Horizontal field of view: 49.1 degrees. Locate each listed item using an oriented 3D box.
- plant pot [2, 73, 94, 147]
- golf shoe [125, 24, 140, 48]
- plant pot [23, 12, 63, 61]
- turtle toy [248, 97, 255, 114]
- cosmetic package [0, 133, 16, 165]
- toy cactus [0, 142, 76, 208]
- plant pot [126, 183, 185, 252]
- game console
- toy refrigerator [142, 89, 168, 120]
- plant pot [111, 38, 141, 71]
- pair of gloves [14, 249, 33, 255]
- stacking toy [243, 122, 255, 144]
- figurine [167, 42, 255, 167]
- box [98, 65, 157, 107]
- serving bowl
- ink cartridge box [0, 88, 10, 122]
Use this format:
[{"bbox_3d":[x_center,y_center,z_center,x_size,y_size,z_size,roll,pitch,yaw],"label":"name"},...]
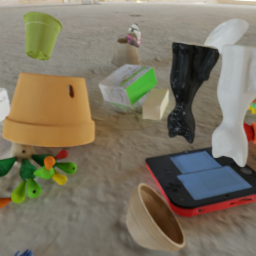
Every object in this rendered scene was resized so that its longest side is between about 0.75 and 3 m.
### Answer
[{"bbox_3d":[-2.358,-0.656,8.612,2.744,1.921,2.744,5,10,-1],"label":"plant pot"},{"bbox_3d":[0.232,-2.829,8.691,0.411,0.521,1.132,26,3,5],"label":"golf shoe"},{"bbox_3d":[-3.198,-3.223,10.179,1.409,1.338,1.409,6,-11,1],"label":"plant pot"},{"bbox_3d":[5.270,-0.949,11.347,0.717,0.497,0.984,-2,30,-4],"label":"turtle toy"},{"bbox_3d":[-4.464,0.948,7.976,1.835,0.629,2.434,13,32,24],"label":"cosmetic package"},{"bbox_3d":[-2.733,0.905,7.306,2.570,1.314,2.121,-15,44,-20],"label":"toy cactus"},{"bbox_3d":[0.452,1.975,5.861,0.700,1.516,1.516,-41,30,12],"label":"plant pot"},{"bbox_3d":[2.059,1.274,7.646,2.707,0.420,2.394,-8,31,-14],"label":"game console"},{"bbox_3d":[1.129,-0.961,11.246,0.704,0.649,1.854,6,28,15],"label":"toy refrigerator"},{"bbox_3d":[-0.135,-4.115,15.615,1.745,1.514,1.745,-1,37,1],"label":"plant pot"},{"bbox_3d":[-2.066,2.733,5.480,0.779,0.089,0.626,27,38,37],"label":"pair of gloves"},{"bbox_3d":[4.694,0.139,9.022,2.713,1.158,1.158,-3,30,4],"label":"stacking toy"},{"bbox_3d":[1.744,-0.552,5.915,1.012,2.294,2.351,-2,17,-32],"label":"figurine"},{"bbox_3d":[-0.008,-1.890,11.959,1.641,0.899,1.860,15,47,41],"label":"box"},{"bbox_3d":[3.285,-3.228,9.755,1.665,0.548,1.665,-41,16,14],"label":"serving bowl"},{"bbox_3d":[-6.121,-0.722,10.306,2.744,1.164,1.999,5,31,11],"label":"ink cartridge box"}]
